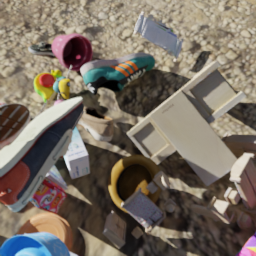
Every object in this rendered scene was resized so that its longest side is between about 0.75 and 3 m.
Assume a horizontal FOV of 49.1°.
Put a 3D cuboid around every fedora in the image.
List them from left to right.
[{"bbox_3d":[0.215,1.383,6.980,1.433,0.584,1.433,-3,81,17],"label":"fedora"}]

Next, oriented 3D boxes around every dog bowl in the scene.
[{"bbox_3d":[-1.700,3.090,5.046,1.389,0.618,2.492,8,92,23],"label":"dog bowl"}]

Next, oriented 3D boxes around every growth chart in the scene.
[{"bbox_3d":[1.174,-3.432,10.353,2.045,0.181,1.480,31,57,-5],"label":"growth chart"}]

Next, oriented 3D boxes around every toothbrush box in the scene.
[{"bbox_3d":[-1.502,0.575,7.546,0.545,0.936,1.278,-17,53,-17],"label":"toothbrush box"}]

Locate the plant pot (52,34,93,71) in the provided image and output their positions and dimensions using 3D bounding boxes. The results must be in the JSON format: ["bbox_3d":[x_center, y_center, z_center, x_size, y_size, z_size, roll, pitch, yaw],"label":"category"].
[{"bbox_3d":[-2.101,-2.786,10.034,1.272,1.272,1.139,-36,46,-24],"label":"plant pot"}]

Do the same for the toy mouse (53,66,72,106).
[{"bbox_3d":[-2.002,-0.969,8.166,0.281,1.291,1.452,5,84,-28],"label":"toy mouse"}]

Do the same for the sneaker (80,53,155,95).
[{"bbox_3d":[-0.190,-1.753,9.444,2.703,0.965,1.080,-17,79,-22],"label":"sneaker"}]

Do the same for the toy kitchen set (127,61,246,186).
[{"bbox_3d":[1.965,-0.014,8.092,2.860,2.580,2.333,-39,91,14],"label":"toy kitchen set"}]

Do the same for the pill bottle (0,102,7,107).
[{"bbox_3d":[-3.665,-0.417,8.601,0.838,0.485,0.485,26,57,20],"label":"pill bottle"}]

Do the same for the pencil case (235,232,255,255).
[{"bbox_3d":[3.280,2.486,6.075,2.238,0.989,0.989,-33,59,-21],"label":"pencil case"}]

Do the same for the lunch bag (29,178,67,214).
[{"bbox_3d":[-2.258,1.369,6.538,1.395,1.584,0.649,25,69,15],"label":"lunch bag"}]

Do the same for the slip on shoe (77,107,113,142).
[{"bbox_3d":[-1.134,-0.330,8.039,0.784,0.624,2.061,-6,30,-39],"label":"slip on shoe"}]

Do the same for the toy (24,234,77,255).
[{"bbox_3d":[-1.317,2.997,5.837,2.018,1.162,0.476,16,10,11],"label":"toy"}]

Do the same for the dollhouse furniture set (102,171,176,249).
[{"bbox_3d":[0.380,1.863,6.096,1.694,0.750,0.878,-44,97,10],"label":"dollhouse furniture set"}]

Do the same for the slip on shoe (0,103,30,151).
[{"bbox_3d":[-3.692,0.373,7.604,0.968,0.771,2.547,36,69,-5],"label":"slip on shoe"}]

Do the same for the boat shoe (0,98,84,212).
[{"bbox_3d":[-1.737,0.355,5.955,1.062,0.933,2.984,-13,28,33],"label":"boat shoe"}]

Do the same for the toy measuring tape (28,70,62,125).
[{"bbox_3d":[-2.815,-1.050,8.917,0.827,0.827,2.248,18,62,13],"label":"toy measuring tape"}]

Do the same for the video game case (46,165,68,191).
[{"bbox_3d":[-1.996,1.051,7.136,0.102,0.808,1.129,-42,46,-6],"label":"video game case"}]

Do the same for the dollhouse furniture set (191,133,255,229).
[{"bbox_3d":[2.616,1.398,6.992,1.061,1.242,2.397,0,41,51],"label":"dollhouse furniture set"}]

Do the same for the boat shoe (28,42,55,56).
[{"bbox_3d":[-3.175,-3.065,10.666,1.306,0.416,0.462,7,53,5],"label":"boat shoe"}]

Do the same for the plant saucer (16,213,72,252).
[{"bbox_3d":[-1.968,2.607,6.467,1.332,0.215,1.332,0,52,0],"label":"plant saucer"}]
